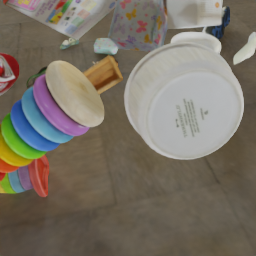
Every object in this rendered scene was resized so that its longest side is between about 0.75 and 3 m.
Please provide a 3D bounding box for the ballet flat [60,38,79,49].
[{"bbox_3d":[-2.565,-3.697,12.101,0.906,0.336,0.336,-33,54,-28],"label":"ballet flat"}]

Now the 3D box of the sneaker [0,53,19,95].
[{"bbox_3d":[-2.791,-1.263,5.780,1.646,1.043,2.928,-24,16,22],"label":"sneaker"}]

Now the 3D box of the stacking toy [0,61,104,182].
[{"bbox_3d":[-1.873,0.147,4.925,2.912,1.243,1.243,-34,45,15],"label":"stacking toy"}]

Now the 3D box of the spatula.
[{"bbox_3d":[3.113,-2.290,6.013,0.216,1.870,2.689,42,36,-1],"label":"spatula"}]

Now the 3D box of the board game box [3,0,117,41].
[{"bbox_3d":[-1.961,-4.056,8.652,2.200,2.875,0.580,-30,68,28],"label":"board game box"}]

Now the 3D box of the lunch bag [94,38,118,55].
[{"bbox_3d":[-0.943,-3.415,11.769,0.994,0.383,0.797,5,48,6],"label":"lunch bag"}]

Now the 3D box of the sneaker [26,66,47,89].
[{"bbox_3d":[-2.160,-1.155,6.856,0.792,0.309,0.338,-34,74,17],"label":"sneaker"}]

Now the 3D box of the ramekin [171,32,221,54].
[{"bbox_3d":[2.557,-2.870,10.853,1.881,0.917,1.881,0,46,0],"label":"ramekin"}]

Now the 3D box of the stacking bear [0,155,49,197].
[{"bbox_3d":[-3.002,1.174,6.881,1.822,1.036,1.106,-9,46,-2],"label":"stacking bear"}]

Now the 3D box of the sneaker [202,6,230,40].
[{"bbox_3d":[3.852,-4.683,12.791,0.993,0.976,2.577,7,41,35],"label":"sneaker"}]

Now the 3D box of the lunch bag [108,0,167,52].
[{"bbox_3d":[0.450,-3.476,8.911,1.593,1.195,1.879,11,87,23],"label":"lunch bag"}]

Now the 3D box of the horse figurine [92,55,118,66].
[{"bbox_3d":[-0.794,-2.407,10.809,1.193,0.298,0.791,-30,64,-33],"label":"horse figurine"}]

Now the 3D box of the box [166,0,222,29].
[{"bbox_3d":[1.937,-3.961,8.166,1.031,1.939,1.476,13,25,42],"label":"box"}]

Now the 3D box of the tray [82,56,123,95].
[{"bbox_3d":[-0.791,-1.159,6.870,1.270,0.235,0.627,-27,82,23],"label":"tray"}]

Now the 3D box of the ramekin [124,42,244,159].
[{"bbox_3d":[1.107,-0.422,5.394,2.284,2.284,1.064,-5,27,-4],"label":"ramekin"}]
